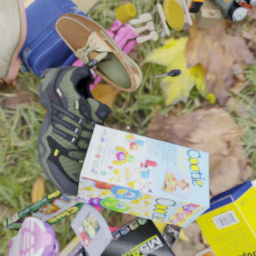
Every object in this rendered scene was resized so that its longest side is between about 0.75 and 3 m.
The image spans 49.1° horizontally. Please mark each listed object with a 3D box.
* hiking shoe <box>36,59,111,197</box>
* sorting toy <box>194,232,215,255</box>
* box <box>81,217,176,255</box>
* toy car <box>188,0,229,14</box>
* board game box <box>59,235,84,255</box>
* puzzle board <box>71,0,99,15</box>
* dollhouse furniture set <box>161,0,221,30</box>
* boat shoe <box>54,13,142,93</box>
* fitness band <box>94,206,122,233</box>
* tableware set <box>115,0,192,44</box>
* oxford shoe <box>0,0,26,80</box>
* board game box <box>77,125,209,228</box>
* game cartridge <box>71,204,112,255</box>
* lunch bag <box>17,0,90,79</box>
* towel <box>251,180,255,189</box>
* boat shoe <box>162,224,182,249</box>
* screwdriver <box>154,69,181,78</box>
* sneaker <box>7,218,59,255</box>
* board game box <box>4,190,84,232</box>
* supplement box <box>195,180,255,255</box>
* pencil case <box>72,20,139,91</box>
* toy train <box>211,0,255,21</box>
[{"bbox_3d":[-1.121,-0.024,6.123,1.502,1.130,2.984,-12,83,27],"label":"hiking shoe"},{"bbox_3d":[2.734,4.163,8.569,1.119,0.271,1.988,-25,79,-5],"label":"sorting toy"},{"bbox_3d":[0.031,3.063,6.355,1.929,1.863,0.458,-27,115,-9],"label":"box"},{"bbox_3d":[2.361,-3.726,8.265,1.177,0.577,0.392,-4,75,10],"label":"toy car"},{"bbox_3d":[-1.555,4.254,8.448,1.705,0.483,1.409,-44,80,-8],"label":"board game box"},{"bbox_3d":[-2.188,-4.813,10.453,1.800,0.157,1.356,39,82,8],"label":"puzzle board"},{"bbox_3d":[2.813,-5.067,9.359,2.910,2.371,2.767,7,79,1],"label":"dollhouse furniture set"},{"bbox_3d":[-0.685,-1.805,6.799,2.529,0.934,0.957,37,111,-7],"label":"boat shoe"},{"bbox_3d":[-0.159,2.579,8.880,1.857,0.348,1.334,-15,76,-4],"label":"fitness band"},{"bbox_3d":[0.601,-3.289,7.335,2.829,0.434,1.906,-34,108,-41],"label":"tableware set"},{"bbox_3d":[-3.287,-2.372,7.179,0.997,2.701,0.956,-10,47,-39],"label":"oxford shoe"},{"bbox_3d":[0.282,1.006,5.643,2.324,1.197,1.219,14,52,-2],"label":"board game box"},{"bbox_3d":[-0.706,1.921,5.342,0.612,0.188,0.920,-54,50,5],"label":"game cartridge"},{"bbox_3d":[-2.487,-2.837,9.157,1.822,1.871,2.754,43,83,8],"label":"lunch bag"},{"bbox_3d":[4.203,3.127,8.745,2.155,0.349,2.934,-19,79,-3],"label":"towel"},{"bbox_3d":[1.226,3.492,8.611,0.530,0.452,1.586,30,80,6],"label":"boat shoe"},{"bbox_3d":[0.977,-1.412,7.391,0.207,1.425,0.199,39,82,-22],"label":"screwdriver"},{"bbox_3d":[-1.917,2.601,6.076,1.018,2.303,0.926,15,51,-26],"label":"sneaker"},{"bbox_3d":[-1.933,2.110,7.310,2.214,1.160,0.260,-31,55,6],"label":"board game box"},{"bbox_3d":[2.674,2.511,6.338,1.175,1.182,2.159,-12,68,-47],"label":"supplement box"},{"bbox_3d":[-0.826,-2.384,9.362,1.264,1.304,2.785,41,81,-3],"label":"pencil case"},{"bbox_3d":[3.308,-4.448,9.014,0.956,1.279,2.244,1,52,-32],"label":"toy train"}]
